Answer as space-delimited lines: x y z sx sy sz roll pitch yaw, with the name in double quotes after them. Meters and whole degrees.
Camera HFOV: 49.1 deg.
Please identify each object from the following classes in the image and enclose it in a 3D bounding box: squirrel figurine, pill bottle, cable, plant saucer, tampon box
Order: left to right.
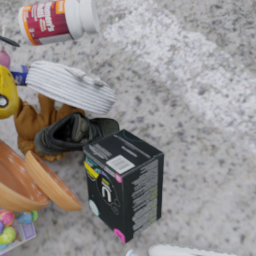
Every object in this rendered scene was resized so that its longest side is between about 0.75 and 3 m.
-3.070 0.868 6.375 3.000 3.000 0.562 41 82 15 "plant saucer"
-3.073 -1.391 7.320 1.018 0.569 0.569 -2 63 -40 "pill bottle"
-1.914 1.395 6.998 1.953 1.953 0.365 43 76 15 "plant saucer"
-2.522 -0.027 9.302 2.188 1.659 2.344 -3 82 -12 "squirrel figurine"
-1.693 -2.665 7.032 1.798 0.985 0.985 -7 68 7 "pill bottle"
-1.400 -0.959 7.116 2.271 2.272 0.786 20 90 25 "cable"
-0.102 1.278 6.388 1.206 1.910 1.432 -23 36 -33 "tampon box"

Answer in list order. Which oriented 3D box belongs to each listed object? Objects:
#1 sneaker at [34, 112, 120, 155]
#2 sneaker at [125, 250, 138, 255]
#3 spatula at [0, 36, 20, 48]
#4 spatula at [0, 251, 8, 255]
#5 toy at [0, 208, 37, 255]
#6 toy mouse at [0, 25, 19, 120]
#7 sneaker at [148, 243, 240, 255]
-1.013 0.122 7.177 2.410 1.381 0.921 -6 82 -37 "sneaker"
0.250 2.978 6.008 0.390 0.901 0.338 17 60 43 "sneaker"
-2.838 -2.021 5.811 1.494 0.422 0.154 33 105 9 "spatula"
-3.881 2.126 6.992 2.649 0.272 0.749 40 54 5 "spatula"
-2.740 2.189 6.318 0.469 1.988 1.145 -19 83 16 "toy"
-3.108 -0.840 6.335 2.439 0.531 2.744 1 82 44 "toy mouse"
1.917 3.911 7.842 2.794 1.067 1.125 9 78 5 "sneaker"
